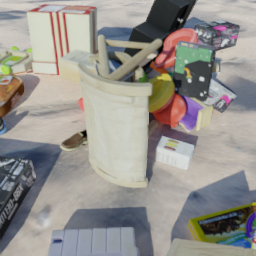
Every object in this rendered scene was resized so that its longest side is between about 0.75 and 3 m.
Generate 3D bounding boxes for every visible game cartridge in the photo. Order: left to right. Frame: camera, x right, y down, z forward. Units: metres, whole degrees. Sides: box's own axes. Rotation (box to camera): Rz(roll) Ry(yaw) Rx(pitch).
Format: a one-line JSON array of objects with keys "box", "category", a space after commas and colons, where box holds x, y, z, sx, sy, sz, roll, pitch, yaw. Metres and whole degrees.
[{"box": [-0.563, 2.740, 4.324, 1.605, 0.475, 2.477, 2, 38, -4], "category": "game cartridge"}]

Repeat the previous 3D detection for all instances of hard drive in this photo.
[{"box": [1.753, -1.538, 7.638, 1.045, 1.496, 0.283, 20, 40, 28], "category": "hard drive"}]

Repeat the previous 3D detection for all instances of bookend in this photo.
[{"box": [1.151, -3.737, 10.526, 1.215, 2.637, 2.621, 33, 40, 7], "category": "bookend"}]

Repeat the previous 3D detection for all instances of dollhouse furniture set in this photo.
[{"box": [2.176, 2.499, 3.881, 2.840, 2.002, 1.990, -10, 26, 40], "category": "dollhouse furniture set"}]

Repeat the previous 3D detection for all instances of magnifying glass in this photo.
[{"box": [1.454, -1.680, 9.233, 1.640, 0.184, 0.653, 32, 67, 2], "category": "magnifying glass"}]

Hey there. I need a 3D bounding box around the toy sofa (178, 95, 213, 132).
[{"box": [1.664, -0.625, 8.436, 0.796, 0.675, 1.630, -20, 42, -26], "category": "toy sofa"}]

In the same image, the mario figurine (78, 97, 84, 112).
[{"box": [-0.708, -0.882, 8.442, 1.700, 1.049, 0.901, -4, 9, 22], "category": "mario figurine"}]

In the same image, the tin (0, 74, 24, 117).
[{"box": [-4.329, -1.032, 9.149, 1.347, 0.504, 2.405, 7, 38, 3], "category": "tin"}]

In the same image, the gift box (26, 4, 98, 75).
[{"box": [-2.321, -2.989, 10.032, 2.357, 2.385, 2.554, 5, 31, 4], "category": "gift box"}]

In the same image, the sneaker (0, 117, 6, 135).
[{"box": [-4.186, -0.006, 7.659, 1.545, 0.640, 0.548, -15, 39, -19], "category": "sneaker"}]

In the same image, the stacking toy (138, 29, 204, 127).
[{"box": [1.110, -1.473, 8.807, 2.706, 1.263, 2.989, 6, 60, 57], "category": "stacking toy"}]

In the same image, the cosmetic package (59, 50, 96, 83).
[{"box": [-1.087, -1.785, 8.748, 1.864, 0.663, 0.981, 20, 39, 15], "category": "cosmetic package"}]

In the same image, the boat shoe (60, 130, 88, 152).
[{"box": [-1.333, 0.273, 7.251, 0.388, 0.388, 1.050, 30, 27, 18], "category": "boat shoe"}]

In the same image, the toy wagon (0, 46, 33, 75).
[{"box": [-4.988, -2.774, 11.384, 2.359, 0.467, 1.830, 11, 39, 15], "category": "toy wagon"}]

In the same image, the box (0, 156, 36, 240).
[{"box": [-3.343, 1.586, 5.607, 1.996, 0.630, 2.531, 5, 38, 7], "category": "box"}]

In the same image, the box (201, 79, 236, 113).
[{"box": [2.521, -1.082, 8.560, 1.243, 0.713, 0.821, 19, 23, -38], "category": "box"}]

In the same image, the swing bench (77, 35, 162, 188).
[{"box": [-0.178, -0.464, 6.631, 1.703, 2.612, 2.626, 6, 37, 8], "category": "swing bench"}]

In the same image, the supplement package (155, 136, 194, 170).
[{"box": [1.148, 0.621, 6.985, 0.844, 0.462, 0.480, 16, 42, 18], "category": "supplement package"}]

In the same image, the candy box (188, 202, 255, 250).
[{"box": [2.537, 2.026, 5.302, 2.465, 0.326, 1.260, -10, 41, -12], "category": "candy box"}]

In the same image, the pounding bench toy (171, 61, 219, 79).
[{"box": [2.321, -2.126, 9.871, 1.480, 0.919, 1.154, -8, 26, 3], "category": "pounding bench toy"}]

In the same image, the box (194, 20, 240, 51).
[{"box": [3.972, -4.191, 12.775, 1.734, 0.995, 1.145, -19, 40, -25], "category": "box"}]
